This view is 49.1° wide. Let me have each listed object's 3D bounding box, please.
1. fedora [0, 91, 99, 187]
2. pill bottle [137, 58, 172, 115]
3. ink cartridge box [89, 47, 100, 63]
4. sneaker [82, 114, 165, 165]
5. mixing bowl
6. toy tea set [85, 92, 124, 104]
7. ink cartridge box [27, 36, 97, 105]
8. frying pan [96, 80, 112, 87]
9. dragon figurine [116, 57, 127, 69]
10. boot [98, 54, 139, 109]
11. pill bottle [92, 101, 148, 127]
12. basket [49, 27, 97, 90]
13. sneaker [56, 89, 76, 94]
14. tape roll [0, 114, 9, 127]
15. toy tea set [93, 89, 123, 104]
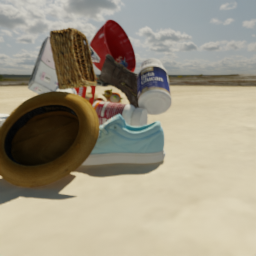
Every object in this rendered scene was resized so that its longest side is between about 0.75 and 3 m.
[{"bbox_3d":[-1.486,0.279,5.386,2.093,2.093,0.853,3,-29,14],"label":"fedora"},{"bbox_3d":[0.854,-1.484,9.608,1.092,1.092,1.966,0,49,-1],"label":"pill bottle"},{"bbox_3d":[-1.447,-2.410,9.122,0.830,0.180,0.822,12,-9,18],"label":"ink cartridge box"},{"bbox_3d":[-0.451,0.205,6.164,2.547,1.044,0.941,-1,10,-7],"label":"sneaker"},{"bbox_3d":[-0.827,-3.289,12.218,1.315,2.428,2.428,-16,2,28],"label":"mixing bowl"},{"bbox_3d":[-1.396,-0.945,13.418,2.710,1.003,1.611,1,40,-11],"label":"toy tea set"},{"bbox_3d":[-1.948,-1.630,9.320,2.355,1.914,0.672,25,-35,-30],"label":"ink cartridge box"},{"bbox_3d":[-0.726,-1.313,8.387,1.203,0.196,0.728,24,12,33],"label":"frying pan"},{"bbox_3d":[-0.226,-2.715,11.720,0.549,0.325,1.104,-14,-24,-17],"label":"dragon figurine"},{"bbox_3d":[-0.223,-1.664,11.405,2.114,2.429,0.841,25,47,8],"label":"boot"},{"bbox_3d":[-0.303,-0.331,9.192,1.744,0.955,0.955,8,13,21],"label":"pill bottle"},{"bbox_3d":[-1.143,-1.505,6.059,0.907,1.218,0.869,-10,-1,-17],"label":"basket"},{"bbox_3d":[-2.382,-0.466,7.963,2.068,0.755,0.732,-40,7,16],"label":"sneaker"},{"bbox_3d":[-4.247,0.082,7.657,2.054,0.719,2.054,1,11,0],"label":"tape roll"},{"bbox_3d":[-1.005,-0.973,11.335,0.946,1.591,0.589,39,-19,17],"label":"toy tea set"}]
